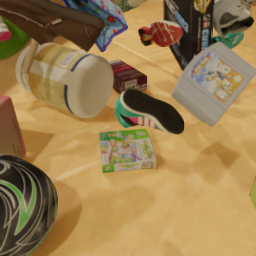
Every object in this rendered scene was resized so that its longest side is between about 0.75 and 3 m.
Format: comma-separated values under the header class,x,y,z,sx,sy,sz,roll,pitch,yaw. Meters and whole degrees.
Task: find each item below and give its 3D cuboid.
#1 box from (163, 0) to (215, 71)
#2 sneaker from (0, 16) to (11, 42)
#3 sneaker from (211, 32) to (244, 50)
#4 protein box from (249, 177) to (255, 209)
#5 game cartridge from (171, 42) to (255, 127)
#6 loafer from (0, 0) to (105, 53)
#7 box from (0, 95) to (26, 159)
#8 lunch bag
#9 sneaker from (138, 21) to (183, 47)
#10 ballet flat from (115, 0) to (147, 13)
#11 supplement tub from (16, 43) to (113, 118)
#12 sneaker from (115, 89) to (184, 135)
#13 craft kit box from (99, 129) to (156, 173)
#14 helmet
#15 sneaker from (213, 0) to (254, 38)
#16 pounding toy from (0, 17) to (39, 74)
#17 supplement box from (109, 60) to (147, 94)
class,x,y,z,sx,sy,sz,roll,pitch,yaw
box,1.665,-3.290,8.238,0.707,2.823,2.844,-13,48,-1
sneaker,-4.053,-2.565,7.026,2.010,0.887,0.818,-12,2,-10
sneaker,3.049,-2.816,9.239,1.600,0.620,0.637,-20,1,7
protein box,3.775,1.564,5.449,1.897,1.280,1.883,-1,35,-1
game cartridge,1.316,-0.740,4.329,0.890,0.278,1.336,42,67,4
loafer,-1.783,-2.161,5.748,2.655,0.942,0.969,9,20,-24
box,-3.881,0.670,6.182,1.603,1.881,2.942,9,36,12
lunch bag,-1.157,-3.335,7.375,1.026,2.181,1.642,-39,34,19
sneaker,1.018,-2.887,8.269,0.783,0.742,1.907,-30,28,-14
ballet flat,0.582,-4.816,9.471,0.941,2.536,0.941,37,25,-21
supplement tub,-2.121,-1.657,9.315,2.803,2.024,2.024,22,41,27
sneaker,0.298,-0.194,5.058,1.321,0.797,0.552,28,68,-20
craft kit box,-0.053,0.588,7.680,1.403,0.345,1.421,-3,36,-9
helmet,-2.172,1.523,5.187,1.694,1.777,1.777,42,48,11
sneaker,2.996,-3.169,6.857,0.866,2.309,1.333,13,50,-25
pounding toy,-3.574,-2.993,7.639,2.830,1.313,2.184,25,84,23
supplement box,-0.264,-2.032,11.077,1.094,0.612,2.010,-20,39,-27
